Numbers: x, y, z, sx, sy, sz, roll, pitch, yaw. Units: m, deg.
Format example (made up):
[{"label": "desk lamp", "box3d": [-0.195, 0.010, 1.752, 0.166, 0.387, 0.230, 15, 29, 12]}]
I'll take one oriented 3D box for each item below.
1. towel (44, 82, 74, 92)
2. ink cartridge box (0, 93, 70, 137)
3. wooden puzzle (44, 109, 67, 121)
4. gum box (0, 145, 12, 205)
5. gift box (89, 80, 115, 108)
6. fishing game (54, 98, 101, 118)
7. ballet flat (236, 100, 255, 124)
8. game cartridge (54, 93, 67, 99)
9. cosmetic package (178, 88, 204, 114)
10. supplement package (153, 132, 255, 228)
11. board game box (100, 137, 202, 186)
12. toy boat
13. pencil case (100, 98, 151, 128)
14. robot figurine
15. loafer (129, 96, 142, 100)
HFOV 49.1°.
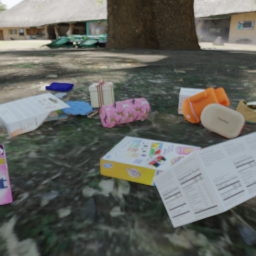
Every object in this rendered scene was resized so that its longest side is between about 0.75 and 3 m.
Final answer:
[{"label": "towel", "box3d": [-3.904, -2.298, 15.967, 1.392, 0.345, 1.028, 7, 28, 18]}, {"label": "ink cartridge box", "box3d": [-3.542, -0.564, 10.265, 2.269, 0.569, 1.840, -19, 33, -34]}, {"label": "wooden puzzle", "box3d": [-3.574, -0.603, 11.379, 2.946, 0.207, 1.747, -9, 22, -24]}, {"label": "gum box", "box3d": [-3.370, 1.069, 5.469, 1.904, 1.080, 0.629, -9, 22, -24]}, {"label": "gift box", "box3d": [-1.106, -1.591, 12.730, 1.157, 1.081, 1.068, -5, 19, 2]}, {"label": "fishing game", "box3d": [-2.160, -0.778, 11.651, 1.916, 0.298, 1.372, 17, 29, 20]}, {"label": "ballet flat", "box3d": [5.285, -0.462, 10.021, 2.769, 0.873, 0.950, 12, 23, 29]}, {"label": "game cartridge", "box3d": [-3.512, -1.622, 14.310, 0.532, 0.161, 0.798, 7, 20, 8]}, {"label": "cosmetic package", "box3d": [2.866, -1.098, 11.796, 1.385, 0.851, 1.380, 5, 20, 12]}, {"label": "supplement package", "box3d": [1.636, 0.913, 5.096, 1.783, 0.988, 1.388, -12, -21, -31]}, {"label": "board game box", "box3d": [0.627, 0.831, 7.072, 2.164, 0.436, 1.656, 8, 21, 21]}, {"label": "toy boat", "box3d": [3.125, -0.242, 9.338, 1.383, 0.902, 0.904, 28, 7, 19]}, {"label": "pencil case", "box3d": [-0.120, -0.564, 10.338, 1.904, 0.788, 0.824, -13, 55, -30]}, {"label": "robot figurine", "box3d": [2.765, -0.801, 10.334, 1.768, 1.031, 1.272, -23, 1, 23]}, {"label": "loafer", "box3d": [0.182, -1.238, 12.914, 1.146, 0.361, 0.412, -14, 24, -33]}]
